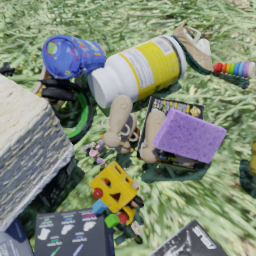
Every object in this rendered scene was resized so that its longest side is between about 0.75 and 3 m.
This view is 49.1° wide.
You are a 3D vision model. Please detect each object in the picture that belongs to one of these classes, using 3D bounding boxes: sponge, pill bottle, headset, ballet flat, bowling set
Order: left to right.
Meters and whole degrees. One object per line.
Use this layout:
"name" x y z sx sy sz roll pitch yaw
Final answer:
"headset" -2.082 -0.681 7.093 1.196 2.546 1.572 7 63 45
"pill bottle" 0.229 -1.580 8.134 2.625 1.461 1.461 -27 58 -19
"bowling set" 0.358 0.363 6.630 2.299 1.600 1.234 21 65 -11
"sponge" 1.290 0.195 5.788 1.498 0.836 0.223 18 16 -28
"ballet flat" 2.250 -2.813 9.409 0.783 0.725 2.222 0 48 -41

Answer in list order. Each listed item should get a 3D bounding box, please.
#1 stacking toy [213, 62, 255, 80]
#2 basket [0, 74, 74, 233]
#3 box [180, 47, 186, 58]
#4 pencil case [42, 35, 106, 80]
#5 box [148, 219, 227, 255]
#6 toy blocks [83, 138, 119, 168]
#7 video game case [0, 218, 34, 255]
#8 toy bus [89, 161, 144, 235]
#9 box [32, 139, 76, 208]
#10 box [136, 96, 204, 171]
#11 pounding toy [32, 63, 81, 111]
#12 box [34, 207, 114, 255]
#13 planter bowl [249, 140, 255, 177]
"stacking toy" 3.268 -1.844 8.720 1.218 0.520 0.520 17 54 34
"basket" -2.600 0.276 5.282 2.187 1.775 2.207 29 60 20
"box" 1.395 -2.475 9.439 0.798 0.415 0.727 -17 56 -12
"pencil case" -1.314 -1.869 7.491 1.097 0.986 2.527 35 17 0
"box" 1.330 3.183 5.206 1.803 0.550 2.277 -30 60 -20
"toy blocks" -0.687 0.455 6.907 0.711 0.640 0.761 -42 63 -13
"video game case" -2.937 2.934 5.655 1.999 0.190 1.428 -25 58 -18
"toy bus" -0.095 1.229 5.264 0.665 1.287 1.215 -44 44 14
"box" -2.389 0.802 6.611 1.831 1.138 1.360 16 55 10
"box" 1.165 0.078 7.558 1.535 0.474 1.923 12 55 6
"pounding toy" -1.926 -1.232 8.046 1.138 1.134 1.984 17 57 16
"box" -0.866 2.810 4.917 1.262 1.455 2.380 -8 53 -1
"planter bowl" 3.130 0.943 6.169 0.576 1.383 1.383 -46 63 2
